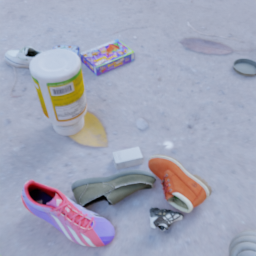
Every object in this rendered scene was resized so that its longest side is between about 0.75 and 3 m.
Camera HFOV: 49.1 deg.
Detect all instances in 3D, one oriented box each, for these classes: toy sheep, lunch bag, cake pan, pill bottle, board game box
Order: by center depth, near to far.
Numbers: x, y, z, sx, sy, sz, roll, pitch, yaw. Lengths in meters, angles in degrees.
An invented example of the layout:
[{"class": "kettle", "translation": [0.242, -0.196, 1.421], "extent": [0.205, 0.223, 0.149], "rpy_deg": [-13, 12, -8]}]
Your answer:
[{"class": "toy sheep", "translation": [2.975, 3.032, 6.582], "extent": [1.240, 1.240, 1.798], "rpy_deg": [31, 11, 25]}, {"class": "pill bottle", "translation": [-2.195, -1.054, 9.368], "extent": [1.530, 2.755, 1.530], "rpy_deg": [0, 48, 0]}, {"class": "cake pan", "translation": [5.298, -2.704, 12.583], "extent": [1.197, 0.219, 1.197], "rpy_deg": [0, 48, 0]}, {"class": "board game box", "translation": [-0.941, -3.282, 12.940], "extent": [2.085, 0.467, 1.402], "rpy_deg": [-28, 54, -23]}, {"class": "lunch bag", "translation": [-2.865, -3.374, 13.012], "extent": [1.352, 0.511, 1.083], "rpy_deg": [1, 50, 2]}]

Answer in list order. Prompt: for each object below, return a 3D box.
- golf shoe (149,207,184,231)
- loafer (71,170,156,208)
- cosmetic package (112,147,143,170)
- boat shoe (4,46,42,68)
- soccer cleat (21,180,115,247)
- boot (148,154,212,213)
[{"class": "golf shoe", "translation": [1.014, 2.489, 7.580], "extent": [1.215, 0.472, 0.574], "rpy_deg": [17, 76, -34]}, {"class": "loafer", "translation": [-0.379, 1.851, 8.113], "extent": [2.476, 0.931, 0.863], "rpy_deg": [-10, 59, -1]}, {"class": "cosmetic package", "translation": [-0.021, 0.984, 9.129], "extent": [0.907, 0.385, 0.488], "rpy_deg": [-10, 47, -10]}, {"class": "boat shoe", "translation": [-4.404, -3.242, 12.587], "extent": [2.715, 0.907, 0.999], "rpy_deg": [15, 48, 13]}, {"class": "soccer cleat", "translation": [-1.601, 2.253, 7.363], "extent": [2.733, 1.045, 0.912], "rpy_deg": [26, 52, 8]}, {"class": "boot", "translation": [1.228, 1.556, 8.076], "extent": [2.093, 0.785, 1.122], "rpy_deg": [32, 47, 31]}]
